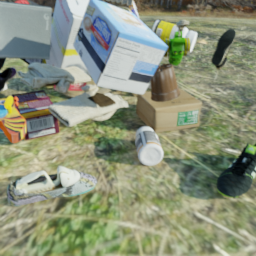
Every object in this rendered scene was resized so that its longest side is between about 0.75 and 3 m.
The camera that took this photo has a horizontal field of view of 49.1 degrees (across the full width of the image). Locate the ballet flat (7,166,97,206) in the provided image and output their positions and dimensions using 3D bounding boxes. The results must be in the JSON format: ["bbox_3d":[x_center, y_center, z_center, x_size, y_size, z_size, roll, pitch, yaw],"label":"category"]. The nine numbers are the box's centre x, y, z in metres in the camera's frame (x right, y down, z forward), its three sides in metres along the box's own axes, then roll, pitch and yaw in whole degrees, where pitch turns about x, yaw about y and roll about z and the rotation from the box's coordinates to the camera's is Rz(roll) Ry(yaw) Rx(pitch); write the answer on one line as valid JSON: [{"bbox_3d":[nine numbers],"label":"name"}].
[{"bbox_3d":[-1.863,1.368,6.963,2.214,0.796,0.796,-9,29,-18],"label":"ballet flat"}]

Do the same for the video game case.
[{"bbox_3d":[-4.289,-4.066,11.976,2.813,2.542,0.359,34,34,24],"label":"video game case"}]

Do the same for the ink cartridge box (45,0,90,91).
[{"bbox_3d":[-1.989,-3.121,10.075,1.236,2.964,2.151,-1,50,-30],"label":"ink cartridge box"}]

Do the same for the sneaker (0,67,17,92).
[{"bbox_3d":[-4.253,-1.598,9.309,0.434,1.145,0.501,44,6,-6],"label":"sneaker"}]

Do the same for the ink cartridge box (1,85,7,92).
[{"bbox_3d":[-7.057,-1.974,13.300,1.480,0.855,2.028,9,29,17],"label":"ink cartridge box"}]

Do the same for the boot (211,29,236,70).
[{"bbox_3d":[3.223,-2.595,9.447,0.451,1.249,0.943,28,8,22],"label":"boot"}]

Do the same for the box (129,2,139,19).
[{"bbox_3d":[0.210,-5.041,11.859,0.223,0.639,1.073,-21,59,14],"label":"box"}]

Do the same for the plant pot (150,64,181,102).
[{"bbox_3d":[1.111,-1.457,8.856,0.983,0.973,0.983,-11,26,5],"label":"plant pot"}]

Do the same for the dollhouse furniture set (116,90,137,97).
[{"bbox_3d":[0.009,-1.724,13.274,1.304,0.820,1.475,-20,24,15],"label":"dollhouse furniture set"}]

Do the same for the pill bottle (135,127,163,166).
[{"bbox_3d":[0.601,0.520,8.594,0.751,0.751,1.291,-2,28,-4],"label":"pill bottle"}]

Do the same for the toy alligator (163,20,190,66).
[{"bbox_3d":[1.577,-2.551,9.060,0.835,0.764,2.816,-2,-2,3],"label":"toy alligator"}]

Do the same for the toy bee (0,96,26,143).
[{"bbox_3d":[-2.941,-0.416,6.779,1.715,1.122,0.932,49,49,4],"label":"toy bee"}]

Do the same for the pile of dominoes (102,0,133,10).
[{"bbox_3d":[-0.731,-4.944,11.851,2.184,1.703,0.348,27,0,31],"label":"pile of dominoes"}]

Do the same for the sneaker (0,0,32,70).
[{"bbox_3d":[-4.298,-3.177,9.475,1.138,2.871,1.371,35,2,-32],"label":"sneaker"}]

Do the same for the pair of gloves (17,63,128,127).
[{"bbox_3d":[-1.612,-1.162,8.174,2.807,0.492,2.387,42,34,27],"label":"pair of gloves"}]

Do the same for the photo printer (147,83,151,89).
[{"bbox_3d":[1.661,-2.370,14.464,1.429,0.496,1.189,-24,34,-39],"label":"photo printer"}]

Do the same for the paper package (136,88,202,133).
[{"bbox_3d":[1.508,-0.699,10.690,1.933,1.000,1.843,-8,28,-17],"label":"paper package"}]

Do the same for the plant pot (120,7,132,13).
[{"bbox_3d":[-0.090,-3.301,9.621,1.438,1.353,1.438,-11,60,20],"label":"plant pot"}]

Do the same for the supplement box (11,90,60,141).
[{"bbox_3d":[-3.470,-0.547,10.407,1.255,0.974,2.274,-13,30,-23],"label":"supplement box"}]

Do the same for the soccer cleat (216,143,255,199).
[{"bbox_3d":[3.075,0.996,7.429,0.810,0.972,2.399,23,35,37],"label":"soccer cleat"}]

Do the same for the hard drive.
[{"bbox_3d":[-3.401,-2.818,8.158,2.233,1.558,0.367,-5,34,-27],"label":"hard drive"}]

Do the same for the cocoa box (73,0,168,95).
[{"bbox_3d":[-0.282,-2.026,6.919,1.387,1.365,2.079,5,38,-34],"label":"cocoa box"}]

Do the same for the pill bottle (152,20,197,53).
[{"bbox_3d":[1.752,-3.502,10.837,1.628,0.930,0.930,20,32,12],"label":"pill bottle"}]

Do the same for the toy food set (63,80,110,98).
[{"bbox_3d":[-2.266,-1.845,13.587,1.860,0.541,2.695,-26,42,-28],"label":"toy food set"}]
